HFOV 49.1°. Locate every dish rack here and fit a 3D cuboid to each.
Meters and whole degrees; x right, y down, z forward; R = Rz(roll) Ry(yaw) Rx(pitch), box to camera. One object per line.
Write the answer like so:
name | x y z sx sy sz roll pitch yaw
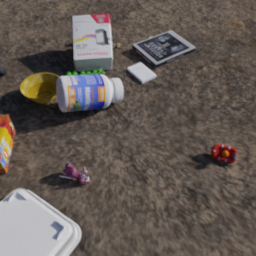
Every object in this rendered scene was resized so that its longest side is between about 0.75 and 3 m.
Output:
dish rack | -3.041 3.046 7.934 2.805 0.611 2.407 26 53 23

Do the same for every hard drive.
hard drive | 0.639 -2.650 13.451 0.834 0.160 1.265 -27 53 -21

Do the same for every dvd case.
dvd case | 1.867 -4.178 14.695 2.690 0.333 2.022 -27 56 -23

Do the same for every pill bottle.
pill bottle | -1.525 -1.434 11.353 2.514 1.409 1.409 -8 47 -24

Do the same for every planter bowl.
planter bowl | -3.678 -1.573 12.089 1.752 0.730 1.752 0 48 0

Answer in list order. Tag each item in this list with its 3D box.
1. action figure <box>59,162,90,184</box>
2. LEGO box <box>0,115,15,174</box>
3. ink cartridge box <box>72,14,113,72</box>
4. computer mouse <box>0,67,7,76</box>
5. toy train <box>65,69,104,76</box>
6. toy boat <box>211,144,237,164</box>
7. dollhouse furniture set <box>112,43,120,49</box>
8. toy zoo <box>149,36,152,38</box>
action figure | -1.707 1.595 9.272 1.026 0.687 0.764 36 83 6
LEGO box | -5.567 0.639 9.836 2.652 1.023 1.975 -5 47 -4
ink cartridge box | -1.725 -4.147 13.620 1.867 1.083 2.530 -5 70 -3
computer mouse | -6.531 -2.955 13.676 1.618 0.275 0.474 26 54 23
toy train | -2.017 -2.424 13.138 1.840 0.384 0.519 -6 58 -6
toy boat | 3.365 0.903 9.806 0.902 0.590 0.589 15 88 14
dollhouse furniture set | -1.469 -4.590 15.207 1.611 0.787 1.374 0 43 -34
toy zoo | 1.530 -4.798 15.495 0.896 0.092 0.588 22 51 18
